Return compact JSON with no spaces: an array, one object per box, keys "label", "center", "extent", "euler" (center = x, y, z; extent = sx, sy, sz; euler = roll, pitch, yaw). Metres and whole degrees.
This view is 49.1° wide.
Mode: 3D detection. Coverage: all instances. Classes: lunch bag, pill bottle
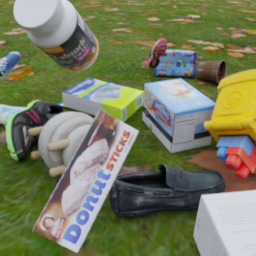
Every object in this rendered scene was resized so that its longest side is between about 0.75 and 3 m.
[{"label":"lunch bag","center":[2.412,-3.461,14.467],"extent":[1.957,1.223,2.600],"euler":[3,20,7]},{"label":"pill bottle","center":[-2.119,-2.972,8.718],"extent":[1.634,1.634,2.808],"euler":[11,-8,17]}]

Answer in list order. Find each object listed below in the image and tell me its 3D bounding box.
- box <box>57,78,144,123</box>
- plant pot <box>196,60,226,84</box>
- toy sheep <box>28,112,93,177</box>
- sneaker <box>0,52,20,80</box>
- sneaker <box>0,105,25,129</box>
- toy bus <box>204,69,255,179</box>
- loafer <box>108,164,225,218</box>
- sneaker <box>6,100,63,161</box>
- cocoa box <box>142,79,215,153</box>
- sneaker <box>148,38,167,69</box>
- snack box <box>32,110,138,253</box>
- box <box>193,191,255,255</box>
[{"label":"box","center":[-1.096,-1.162,10.956],"extent":[2.985,0.711,1.820],"euler":[17,35,24]},{"label":"plant pot","center":[3.837,-2.635,13.052],"extent":[1.090,1.101,1.101],"euler":[15,34,36]},{"label":"toy sheep","center":[-1.550,0.411,7.484],"extent":[1.891,1.891,2.743],"euler":[-23,33,-32]},{"label":"sneaker","center":[-4.314,-2.066,9.784],"extent":[1.467,0.555,0.565],"euler":[-47,54,-9]},{"label":"sneaker","center":[-4.202,-0.280,9.584],"extent":[1.673,0.666,1.092],"euler":[-2,31,-1]},{"label":"toy bus","center":[3.393,0.288,7.419],"extent":[1.897,2.796,2.684],"euler":[-7,46,55]},{"label":"loafer","center":[0.968,1.349,6.574],"extent":[2.871,1.008,0.975],"euler":[-7,22,-11]},{"label":"sneaker","center":[-2.881,-0.100,8.871],"extent":[1.233,1.130,2.944],"euler":[0,33,8]},{"label":"cocoa box","center":[1.571,-0.486,9.136],"extent":[1.487,1.463,2.230],"euler":[-11,34,-17]},{"label":"sneaker","center":[1.037,-2.860,10.576],"extent":[0.534,1.325,0.495],"euler":[3,58,-19]},{"label":"snack box","center":[-0.624,0.784,4.434],"extent":[0.751,0.254,2.090],"euler":[29,75,-8]},{"label":"box","center":[2.319,2.406,4.746],"extent":[1.575,1.234,2.532],"euler":[-3,32,-6]}]
